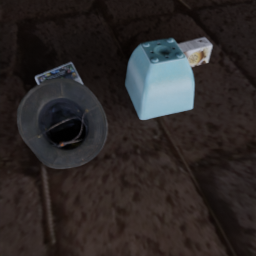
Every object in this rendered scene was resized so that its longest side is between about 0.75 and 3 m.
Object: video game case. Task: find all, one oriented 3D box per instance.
[{"bbox_3d":[-2.262,-1.459,9.354,1.342,0.157,1.220,-25,71,-11],"label":"video game case"}]

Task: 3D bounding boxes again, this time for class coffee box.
[{"bbox_3d":[2.236,-2.669,10.199,1.413,0.799,0.564,-18,53,-13],"label":"coffee box"}]

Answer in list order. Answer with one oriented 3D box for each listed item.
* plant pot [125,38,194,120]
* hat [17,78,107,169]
[{"bbox_3d":[0.985,-1.653,8.701,1.817,1.851,1.812,-13,53,-10],"label":"plant pot"},{"bbox_3d":[-1.743,-0.125,7.800,2.444,0.986,2.444,0,90,-5],"label":"hat"}]
